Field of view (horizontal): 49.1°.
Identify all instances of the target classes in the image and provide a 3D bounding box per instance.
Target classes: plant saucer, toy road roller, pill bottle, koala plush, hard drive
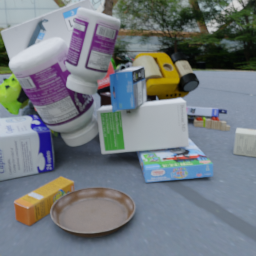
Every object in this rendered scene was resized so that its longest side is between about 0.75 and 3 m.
[{"bbox_3d":[-0.704,1.718,5.737,1.697,0.272,1.697,0,17,0],"label":"plant saucer"},{"bbox_3d":[1.189,-1.574,9.859,2.311,1.687,1.420,-4,56,-22],"label":"toy road roller"},{"bbox_3d":[-0.890,-1.754,6.594,1.022,1.821,1.022,16,18,-6],"label":"pill bottle"},{"bbox_3d":[-1.867,-0.898,7.835,1.583,2.820,1.583,-17,33,11],"label":"pill bottle"},{"bbox_3d":[-3.998,-1.809,11.275,0.345,2.222,2.222,29,26,18],"label":"plant saucer"},{"bbox_3d":[-3.318,-0.431,10.586,1.515,1.462,1.649,42,8,27],"label":"koala plush"},{"bbox_3d":[-0.137,-1.543,11.442,1.938,0.608,2.873,-25,-17,13],"label":"hard drive"}]

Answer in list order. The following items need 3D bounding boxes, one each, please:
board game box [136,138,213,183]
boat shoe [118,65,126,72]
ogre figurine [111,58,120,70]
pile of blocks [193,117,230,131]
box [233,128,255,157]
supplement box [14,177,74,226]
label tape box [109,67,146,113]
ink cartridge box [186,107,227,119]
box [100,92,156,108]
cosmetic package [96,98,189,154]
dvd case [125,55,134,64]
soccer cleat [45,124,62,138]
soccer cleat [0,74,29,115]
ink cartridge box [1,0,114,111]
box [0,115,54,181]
[{"bbox_3d":[1.229,0.856,8.325,1.784,0.432,2.359,-5,15,-4],"label":"board game box"},{"bbox_3d":[-0.138,-1.476,8.730,0.367,1.007,0.311,-7,4,-8],"label":"boat shoe"},{"bbox_3d":[-0.811,-2.218,10.968,0.888,0.727,1.481,-17,-6,19],"label":"ogre figurine"},{"bbox_3d":[3.647,-0.262,12.260,1.631,0.507,0.670,10,19,29],"label":"pile of blocks"},{"bbox_3d":[4.316,0.523,9.002,1.682,0.799,0.654,8,17,23],"label":"box"},{"bbox_3d":[-1.756,1.537,6.045,0.461,0.446,1.341,9,19,28],"label":"supplement box"},{"bbox_3d":[0.038,-1.046,7.513,0.442,1.007,1.397,4,20,24],"label":"label tape box"},{"bbox_3d":[3.458,-0.655,13.081,2.190,0.459,1.307,3,-5,19],"label":"ink cartridge box"},{"bbox_3d":[-0.002,-0.339,10.138,1.507,1.816,1.491,-13,20,-36],"label":"box"},{"bbox_3d":[0.450,-0.072,8.391,2.545,1.370,1.080,-7,10,5],"label":"cosmetic package"},{"bbox_3d":[0.324,-2.553,11.284,0.982,0.108,0.717,42,2,41],"label":"dvd case"},{"bbox_3d":[-2.531,-0.219,9.071,0.680,1.627,0.526,4,54,25],"label":"soccer cleat"},{"bbox_3d":[-3.357,-1.636,9.596,0.967,1.160,2.863,9,47,24],"label":"soccer cleat"},{"bbox_3d":[-2.066,-2.162,8.562,2.897,2.553,0.648,-19,0,5],"label":"ink cartridge box"},{"bbox_3d":[-3.587,0.517,8.147,2.345,1.230,2.157,-9,18,-26],"label":"box"}]
